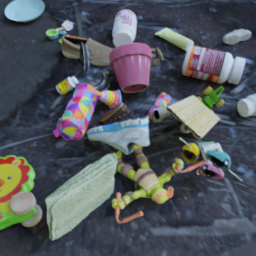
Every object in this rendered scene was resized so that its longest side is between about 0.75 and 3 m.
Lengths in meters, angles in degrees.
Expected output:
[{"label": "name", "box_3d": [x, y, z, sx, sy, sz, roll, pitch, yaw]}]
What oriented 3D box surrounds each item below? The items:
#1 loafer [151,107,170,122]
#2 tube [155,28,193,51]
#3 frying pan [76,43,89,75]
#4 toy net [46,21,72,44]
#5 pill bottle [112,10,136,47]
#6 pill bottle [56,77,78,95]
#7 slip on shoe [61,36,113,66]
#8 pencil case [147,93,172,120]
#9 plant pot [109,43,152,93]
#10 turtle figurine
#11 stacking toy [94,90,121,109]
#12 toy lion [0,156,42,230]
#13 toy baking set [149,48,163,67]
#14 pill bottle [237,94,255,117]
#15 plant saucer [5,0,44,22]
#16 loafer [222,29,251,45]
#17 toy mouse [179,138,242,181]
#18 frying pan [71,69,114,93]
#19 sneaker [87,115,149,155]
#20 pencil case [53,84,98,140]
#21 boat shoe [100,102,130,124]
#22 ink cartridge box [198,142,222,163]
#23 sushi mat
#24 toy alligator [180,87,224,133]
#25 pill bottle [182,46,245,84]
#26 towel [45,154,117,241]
[{"label": "loafer", "box_3d": [0.973, -0.439, 9.188, 0.383, 1.122, 0.424, -11, 81, -19]}, {"label": "tube", "box_3d": [2.184, -4.231, 13.231, 0.572, 0.511, 1.970, 6, 29, -49]}, {"label": "frying pan", "box_3d": [-1.837, -2.629, 11.381, 0.331, 2.036, 1.232, -6, 79, -15]}, {"label": "toy net", "box_3d": [-3.171, -4.827, 13.784, 0.974, 0.359, 1.857, 17, 52, 14]}, {"label": "pill bottle", "box_3d": [-0.175, -4.586, 13.116, 1.065, 1.065, 1.878, 3, 51, 2]}, {"label": "pill bottle", "box_3d": [-2.361, -1.654, 10.864, 0.803, 0.439, 0.439, -30, 51, 12]}, {"label": "slip on shoe", "box_3d": [-1.642, -3.481, 12.332, 2.756, 0.835, 1.048, 15, 52, 12]}, {"label": "pencil case", "box_3d": [1.149, -0.750, 10.255, 0.530, 0.530, 1.199, 24, 54, 19]}, {"label": "plant pot", "box_3d": [0.159, -2.205, 10.749, 1.646, 1.646, 1.474, -7, 81, -6]}, {"label": "turtle figurine", "box_3d": [0.592, 1.380, 8.114, 2.828, 0.911, 2.281, -34, 44, -7]}, {"label": "stacking toy", "box_3d": [-0.804, -1.127, 10.084, 0.632, 1.089, 0.598, -22, 65, 37]}, {"label": "toy lion", "box_3d": [-3.819, 1.985, 7.834, 2.659, 0.913, 2.549, -32, 50, -23]}, {"label": "toy baking set", "box_3d": [0.981, -2.963, 11.734, 0.904, 1.178, 0.137, -25, 55, 7]}, {"label": "pill bottle", "box_3d": [4.744, -0.868, 10.183, 1.382, 0.757, 0.757, -17, 52, -14]}, {"label": "plant saucer", "box_3d": [-5.399, -6.123, 14.768, 2.062, 0.397, 2.062, -1, 56, 1]}, {"label": "loafer", "box_3d": [5.074, -4.337, 13.285, 1.591, 0.556, 0.555, -16, 46, -23]}, {"label": "toy mouse", "box_3d": [2.353, 0.967, 7.791, 1.749, 1.968, 0.381, 21, 63, 26]}, {"label": "frying pan", "box_3d": [-1.047, -1.998, 11.417, 2.670, 0.435, 1.615, -15, 52, -8]}, {"label": "sneaker", "box_3d": [-0.346, 0.345, 8.616, 2.423, 1.050, 0.908, -11, 4, 43]}, {"label": "pencil case", "box_3d": [-1.748, -0.580, 9.697, 0.997, 0.997, 2.256, 9, 43, 8]}, {"label": "boat shoe", "box_3d": [-0.470, -0.407, 9.677, 0.451, 1.283, 0.452, 42, 48, -19]}, {"label": "ink cartridge box", "box_3d": [2.710, 0.822, 9.041, 0.585, 0.334, 1.126, -6, 50, -5]}, {"label": "sushi mat", "box_3d": [2.066, -0.409, 8.602, 1.255, 0.159, 2.623, 46, 30, 11]}, {"label": "toy alligator", "box_3d": [2.594, -0.645, 10.124, 2.457, 0.590, 0.814, -42, 88, -19]}, {"label": "pill bottle", "box_3d": [3.393, -2.488, 11.243, 2.232, 1.223, 1.223, 16, 52, 13]}, {"label": "towel", "box_3d": [-1.104, 1.715, 7.013, 0.399, 1.623, 2.188, 32, 46, 27]}]
